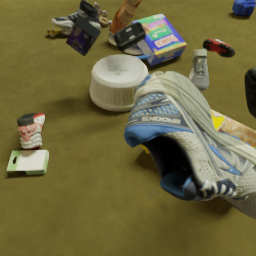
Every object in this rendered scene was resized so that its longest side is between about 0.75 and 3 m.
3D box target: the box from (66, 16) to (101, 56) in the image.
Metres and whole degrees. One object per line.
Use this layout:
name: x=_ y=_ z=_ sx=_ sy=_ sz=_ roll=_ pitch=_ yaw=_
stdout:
box: x=-1.405 y=-2.813 z=8.693 sx=0.739 sy=1.047 sz=0.413 roll=33 pitch=61 yaw=-14

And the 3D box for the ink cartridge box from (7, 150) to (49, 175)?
ink cartridge box: x=-2.779 y=0.957 z=7.842 sx=0.985 sy=0.236 sz=0.717 roll=-2 pitch=46 yaw=-2

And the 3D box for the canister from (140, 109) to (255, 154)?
canister: x=2.115 y=0.407 z=7.709 sx=2.875 sy=1.244 sz=2.135 roll=30 pitch=53 yaw=25

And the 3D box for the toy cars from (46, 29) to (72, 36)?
toy cars: x=-3.146 y=-4.435 z=13.063 sx=1.338 sy=0.296 sz=0.600 roll=-5 pitch=19 yaw=-9

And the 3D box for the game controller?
game controller: x=0.063 y=-2.590 z=7.905 sx=1.029 sy=0.537 sz=0.217 roll=-36 pitch=15 yaw=-23

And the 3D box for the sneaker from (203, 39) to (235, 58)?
sneaker: x=2.895 y=-2.496 z=8.700 sx=0.551 sy=0.399 sz=1.128 roll=-17 pitch=38 yaw=-33

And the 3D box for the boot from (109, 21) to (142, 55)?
boot: x=-0.096 y=-3.925 z=12.137 sx=2.014 sy=0.910 sz=0.733 roll=31 pitch=53 yaw=27

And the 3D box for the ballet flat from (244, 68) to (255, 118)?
ballet flat: x=2.555 y=-0.689 z=4.761 sx=0.839 sy=2.952 sz=0.981 roll=-10 pitch=88 yaw=11

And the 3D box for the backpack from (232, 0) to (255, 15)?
backpack: x=5.985 y=-6.277 z=14.513 sx=0.995 sy=0.808 sz=0.835 roll=0 pitch=47 yaw=-1

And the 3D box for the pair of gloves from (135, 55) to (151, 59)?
pair of gloves: x=0.176 y=-2.776 z=11.118 sx=1.171 sy=0.166 sz=1.457 roll=-11 pitch=16 yaw=-22

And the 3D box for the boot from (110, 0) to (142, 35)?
boot: x=-0.050 y=-3.902 z=9.278 sx=0.601 sy=1.216 sz=1.566 roll=22 pitch=65 yaw=-22

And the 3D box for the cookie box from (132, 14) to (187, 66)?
cookie box: x=1.213 y=-3.713 z=11.690 sx=1.619 sy=0.711 sz=1.893 roll=-24 pitch=71 yaw=-22

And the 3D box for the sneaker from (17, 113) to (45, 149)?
sneaker: x=-2.873 y=0.086 z=8.448 sx=0.596 sy=0.956 sz=1.784 roll=-6 pitch=10 yaw=-5

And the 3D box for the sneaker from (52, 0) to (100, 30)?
sneaker: x=-2.395 y=-5.267 z=13.080 sx=2.265 sy=1.289 sz=0.855 roll=4 pitch=9 yaw=-1

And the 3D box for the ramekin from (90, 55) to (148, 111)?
ramekin: x=-0.287 y=-1.677 z=9.847 sx=2.233 sy=1.040 sz=2.233 roll=0 pitch=46 yaw=0

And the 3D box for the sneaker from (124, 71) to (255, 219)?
sneaker: x=0.909 y=0.542 z=3.554 sx=2.566 sy=0.989 sz=1.093 roll=40 pitch=55 yaw=-14

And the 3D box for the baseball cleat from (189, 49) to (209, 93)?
baseball cleat: x=1.876 y=-1.617 z=7.521 sx=0.540 sy=0.825 sz=1.550 roll=-2 pitch=37 yaw=9

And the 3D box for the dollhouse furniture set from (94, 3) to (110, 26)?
dollhouse furniture set: x=-1.202 y=-5.746 z=13.953 sx=0.959 sy=0.859 sz=1.210 roll=-29 pitch=52 yaw=-25
